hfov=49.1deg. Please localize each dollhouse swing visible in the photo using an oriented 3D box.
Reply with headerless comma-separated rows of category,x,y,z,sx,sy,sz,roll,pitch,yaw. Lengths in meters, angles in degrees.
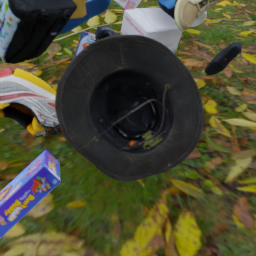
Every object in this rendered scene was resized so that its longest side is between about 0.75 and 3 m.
dollhouse swing,-1.796,-3.881,8.008,1.225,1.113,1.077,-7,-1,-4

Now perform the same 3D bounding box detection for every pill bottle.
pill bottle,2.079,-4.228,9.560,0.755,0.755,1.422,-11,68,-13

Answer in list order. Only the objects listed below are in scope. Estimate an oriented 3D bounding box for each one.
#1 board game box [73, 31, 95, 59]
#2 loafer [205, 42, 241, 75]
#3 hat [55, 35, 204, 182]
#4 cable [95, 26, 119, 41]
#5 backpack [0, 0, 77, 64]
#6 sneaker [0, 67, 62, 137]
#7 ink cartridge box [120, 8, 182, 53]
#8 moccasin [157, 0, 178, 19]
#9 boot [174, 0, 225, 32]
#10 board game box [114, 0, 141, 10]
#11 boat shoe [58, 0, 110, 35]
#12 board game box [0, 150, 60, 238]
board game box,-0.268,-1.305,7.292,2.583,1.748,0.445,20,4,14
loafer,2.094,-1.516,6.175,0.319,0.939,0.330,41,42,-8
hat,0.031,-0.301,4.044,2.041,2.041,0.823,-3,17,-3
cable,-0.385,-0.990,5.952,0.567,2.234,1.823,-18,18,-16
backpack,-2.437,-2.396,6.669,1.546,2.011,1.640,46,43,8
sneaker,-1.337,-0.143,5.036,2.270,0.884,0.933,22,52,-18
ink cartridge box,0.550,-2.403,8.184,1.237,1.694,1.243,-16,54,-27
moccasin,1.053,-3.634,7.739,0.779,0.660,1.935,-16,49,24
boot,1.927,-3.016,6.516,1.343,0.626,1.736,5,55,45
board game box,0.103,-4.668,9.324,1.015,1.327,0.268,26,25,-35
boat shoe,-2.068,-4.127,9.818,2.964,1.247,1.018,-28,65,-22
board game box,-1.603,1.003,4.016,1.412,0.316,0.950,-43,16,-4
